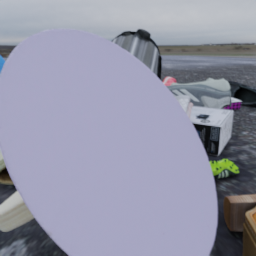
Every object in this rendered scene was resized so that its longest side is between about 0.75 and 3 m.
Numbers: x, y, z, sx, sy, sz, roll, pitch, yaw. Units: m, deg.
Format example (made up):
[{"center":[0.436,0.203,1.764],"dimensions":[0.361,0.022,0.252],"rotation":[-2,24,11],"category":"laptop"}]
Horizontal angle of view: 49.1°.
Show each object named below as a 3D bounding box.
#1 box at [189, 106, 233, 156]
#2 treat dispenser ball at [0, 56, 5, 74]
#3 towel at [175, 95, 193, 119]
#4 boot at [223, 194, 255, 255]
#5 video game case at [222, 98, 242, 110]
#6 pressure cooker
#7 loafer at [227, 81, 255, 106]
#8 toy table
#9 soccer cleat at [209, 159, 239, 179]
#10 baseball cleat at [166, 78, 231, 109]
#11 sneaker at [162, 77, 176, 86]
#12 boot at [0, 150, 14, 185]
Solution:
[{"center":[1.512,-0.092,8.373],"dimensions":[2.801,0.842,1.634],"rotation":[10,23,28],"category":"box"},{"center":[-5.277,-1.366,9.001],"dimensions":[2.993,2.993,2.993],"rotation":[0,18,0],"category":"treat dispenser ball"},{"center":[0.029,0.055,7.065],"dimensions":[2.830,0.456,2.703],"rotation":[0,36,26],"category":"towel"},{"center":[2.376,1.513,3.717],"dimensions":[1.741,0.860,2.242],"rotation":[-1,5,7],"category":"boot"},{"center":[3.296,-1.122,12.270],"dimensions":[2.348,0.420,2.128],"rotation":[-7,20,-21],"category":"video game case"},{"center":[0.127,-2.704,12.155],"dimensions":[2.577,2.617,2.930],"rotation":[-13,43,27],"category":"pressure cooker"},{"center":[4.944,-1.592,12.773],"dimensions":[2.896,0.983,1.017],"rotation":[21,18,40],"category":"loafer"},{"center":[-0.383,0.397,3.220],"dimensions":[2.498,2.718,1.592],"rotation":[-30,12,-25],"category":"toy table"},{"center":[1.993,0.933,6.129],"dimensions":[1.162,0.471,0.392],"rotation":[7,46,-39],"category":"soccer cleat"},{"center":[1.954,-0.837,9.194],"dimensions":[2.703,1.439,0.943],"rotation":[-9,-14,23],"category":"baseball cleat"},{"center":[2.084,-1.923,14.388],"dimensions":[1.105,0.939,2.547],"rotation":[25,30,21],"category":"sneaker"},{"center":[-2.088,0.508,6.688],"dimensions":[2.342,0.844,1.811],"rotation":[-17,24,-29],"category":"boot"}]
